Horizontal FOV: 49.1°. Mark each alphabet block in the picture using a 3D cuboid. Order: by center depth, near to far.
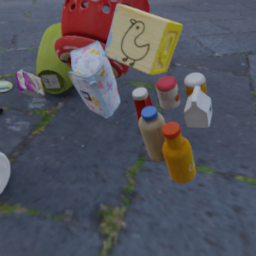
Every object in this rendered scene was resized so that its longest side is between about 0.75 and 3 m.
[{"bbox_3d":[0.288,-1.595,5.124,0.982,0.959,0.964,25,26,18],"label":"alphabet block"}]

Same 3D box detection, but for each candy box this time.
[{"bbox_3d":[-2.815,-1.247,8.070,0.268,0.600,0.879,-18,-10,14],"label":"candy box"}]

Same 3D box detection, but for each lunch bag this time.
[{"bbox_3d":[-0.768,-1.074,6.458,0.916,1.222,1.441,-21,44,4],"label":"lunch bag"}]

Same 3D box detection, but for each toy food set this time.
[{"bbox_3d":[0.570,-0.274,3.633,0.861,0.812,1.804,4,48,25],"label":"toy food set"}]

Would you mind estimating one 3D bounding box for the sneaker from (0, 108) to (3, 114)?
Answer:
[{"bbox_3d":[-4.759,-0.525,9.629,0.397,0.287,0.813,26,41,31],"label":"sneaker"}]

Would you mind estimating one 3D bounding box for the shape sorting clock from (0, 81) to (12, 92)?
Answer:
[{"bbox_3d":[-5.131,-1.669,11.351,0.817,0.160,0.817,4,36,-3],"label":"shape sorting clock"}]

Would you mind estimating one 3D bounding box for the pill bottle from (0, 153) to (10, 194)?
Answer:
[{"bbox_3d":[-4.156,0.935,6.709,2.280,1.262,1.262,12,37,16],"label":"pill bottle"}]

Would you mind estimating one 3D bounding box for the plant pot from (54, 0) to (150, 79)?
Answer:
[{"bbox_3d":[-0.749,-2.673,7.871,2.391,2.391,2.177,11,80,15],"label":"plant pot"}]

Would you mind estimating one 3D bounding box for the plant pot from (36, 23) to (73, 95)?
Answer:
[{"bbox_3d":[-2.665,-2.497,11.063,2.267,2.267,2.423,4,47,6],"label":"plant pot"}]
